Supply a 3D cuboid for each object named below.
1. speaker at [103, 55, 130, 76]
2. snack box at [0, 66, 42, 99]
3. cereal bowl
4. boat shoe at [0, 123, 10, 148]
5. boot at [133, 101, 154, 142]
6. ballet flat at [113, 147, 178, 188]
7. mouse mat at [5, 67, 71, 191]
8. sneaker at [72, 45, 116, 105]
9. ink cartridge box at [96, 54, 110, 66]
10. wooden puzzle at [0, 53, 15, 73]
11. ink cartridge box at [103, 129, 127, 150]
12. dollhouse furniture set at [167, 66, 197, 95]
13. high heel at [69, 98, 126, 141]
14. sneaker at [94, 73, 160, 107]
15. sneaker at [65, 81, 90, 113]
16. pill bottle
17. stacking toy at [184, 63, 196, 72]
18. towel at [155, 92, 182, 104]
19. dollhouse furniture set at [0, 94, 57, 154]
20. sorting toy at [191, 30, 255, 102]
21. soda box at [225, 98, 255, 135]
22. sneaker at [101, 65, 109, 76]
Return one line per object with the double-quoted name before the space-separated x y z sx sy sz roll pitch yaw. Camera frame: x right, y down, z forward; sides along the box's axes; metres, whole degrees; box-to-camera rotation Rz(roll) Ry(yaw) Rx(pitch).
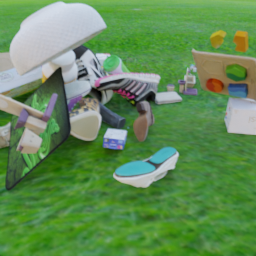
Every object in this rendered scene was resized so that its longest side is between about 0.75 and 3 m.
"speaker" -0.280 -2.016 10.771 0.761 1.720 0.761 -13 59 23
"snack box" -4.011 -1.710 10.416 2.642 0.700 1.879 -34 9 -41
"cereal bowl" -1.951 -2.436 7.281 2.617 1.090 2.617 -28 17 9
"boat shoe" -3.521 0.270 8.142 0.494 0.548 1.520 24 34 9
"boot" 0.548 -0.195 8.635 0.461 1.313 0.960 -5 -10 25
"ballet flat" 0.507 1.046 6.651 1.964 0.682 0.682 -19 35 -40
"mouse mat" -2.352 -0.121 7.134 2.328 0.109 2.894 -40 43 18
"sneaker" -1.479 -1.912 10.141 0.950 2.564 1.135 -22 28 41
"ink cartridge box" -1.294 -3.528 14.644 0.737 0.428 1.022 -4 31 -6
"wooden puzzle" -5.404 -2.172 11.501 2.008 0.465 1.860 -13 73 -34
"ink cartridge box" -0.378 0.336 7.907 0.580 0.324 0.850 7 19 4
"dollhouse furniture set" 2.331 -2.228 11.782 1.240 1.110 1.564 6 31 10
"high heel" -1.556 -0.429 8.551 1.927 0.965 2.704 29 18 30
"sneaker" 0.059 -1.338 10.049 2.674 1.169 0.986 -7 7 -35
"sneaker" -1.939 -0.579 8.571 2.083 1.188 0.755 -27 35 2
"pill bottle" -2.362 -1.746 9.641 1.168 2.070 1.168 8 57 -12
"stacking toy" 3.323 -3.023 14.047 0.671 0.209 0.890 -16 32 -28
"towel" 1.490 -1.161 10.910 1.063 0.183 0.705 -7 33 -12
"dollhouse furniture set" -2.418 0.048 5.629 1.223 1.723 1.365 23 49 -20
"sorting toy" 2.767 -1.704 8.116 2.019 2.710 0.363 22 72 34
"soda box" 4.482 -0.309 8.748 2.635 0.898 0.839 5 31 8
"sneaker" -1.038 -2.258 11.854 0.884 1.063 2.359 10 32 21
